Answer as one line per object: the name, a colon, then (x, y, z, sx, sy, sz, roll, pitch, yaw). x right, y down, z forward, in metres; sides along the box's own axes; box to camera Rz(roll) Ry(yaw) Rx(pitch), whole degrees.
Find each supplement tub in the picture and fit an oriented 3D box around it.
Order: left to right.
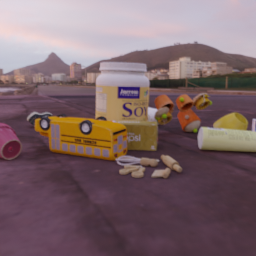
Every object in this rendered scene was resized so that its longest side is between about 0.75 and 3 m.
supplement tub: (-0.197, -0.878, 9.325, 1.785, 2.455, 1.785, 2, 10, 0)

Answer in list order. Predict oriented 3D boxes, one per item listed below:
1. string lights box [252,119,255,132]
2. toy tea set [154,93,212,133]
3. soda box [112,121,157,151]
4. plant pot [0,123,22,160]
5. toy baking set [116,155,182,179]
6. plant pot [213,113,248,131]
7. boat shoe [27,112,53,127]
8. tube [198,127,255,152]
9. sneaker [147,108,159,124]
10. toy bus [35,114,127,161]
string lights box: (5.151, 0.052, 9.836, 0.913, 0.524, 1.776, 0, 9, 3)
toy tea set: (1.918, -0.430, 10.053, 2.645, 1.573, 0.979, -4, 54, -33)
soda box: (-0.262, 0.195, 8.192, 2.235, 0.757, 0.716, 1, 9, 7)
plant pot: (-3.109, 0.402, 7.025, 0.761, 0.850, 0.850, 27, 23, 34)
toy baking set: (0.405, 0.781, 6.287, 1.309, 0.198, 1.705, -1, 9, -8)
plant pot: (3.222, -0.054, 8.551, 0.970, 0.688, 0.970, 20, 38, -17)
boat shoe: (-3.786, -0.303, 12.481, 0.598, 0.635, 1.768, 41, 10, 8)
tube: (3.199, 0.376, 7.714, 2.436, 0.707, 0.632, 3, -20, 2)
sneaker: (0.060, -0.624, 12.638, 2.716, 1.000, 1.569, 7, 8, 30)
toy bus: (-1.297, 0.193, 7.476, 2.499, 0.978, 0.813, 5, 12, 26)
